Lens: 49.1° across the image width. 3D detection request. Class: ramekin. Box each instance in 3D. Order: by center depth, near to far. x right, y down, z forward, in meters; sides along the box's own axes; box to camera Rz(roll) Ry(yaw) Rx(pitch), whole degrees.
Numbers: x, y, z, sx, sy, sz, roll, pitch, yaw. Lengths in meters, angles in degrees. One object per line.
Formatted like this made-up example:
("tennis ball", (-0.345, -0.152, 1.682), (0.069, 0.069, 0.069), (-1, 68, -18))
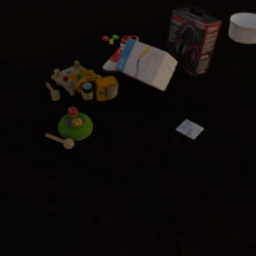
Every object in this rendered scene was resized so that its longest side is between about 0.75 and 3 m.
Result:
("ramekin", (7.191, -5.975, 16.887), (2.232, 1.088, 2.232), (0, 42, 0))

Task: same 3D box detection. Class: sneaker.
("sneaker", (-0.396, -3.866, 14.400), (0.849, 1.362, 2.542), (33, 52, 30))

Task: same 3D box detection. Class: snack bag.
("snack bag", (2.456, 0.058, 11.106), (0.862, 0.092, 0.813), (30, 51, 29))

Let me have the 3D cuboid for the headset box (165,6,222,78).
("headset box", (3.055, -4.328, 13.672), (1.111, 2.961, 2.201), (-24, 48, -33))

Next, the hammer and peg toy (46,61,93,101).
("hammer and peg toy", (-2.815, -2.247, 13.065), (2.280, 0.804, 1.677), (-31, 51, -29))

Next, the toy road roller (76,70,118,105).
("toy road roller", (-1.398, -1.917, 12.295), (1.739, 1.069, 1.270), (-12, 61, -14))

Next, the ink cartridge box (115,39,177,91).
("ink cartridge box", (0.850, -2.854, 12.785), (2.073, 1.514, 1.521), (28, 9, 28))

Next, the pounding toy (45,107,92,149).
("pounding toy", (-2.155, -0.146, 10.667), (1.330, 0.800, 1.724), (29, 53, 18))

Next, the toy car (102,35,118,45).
("toy car", (-0.979, -5.405, 16.909), (0.938, 0.222, 0.996), (-29, 51, -28))
